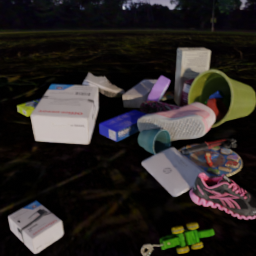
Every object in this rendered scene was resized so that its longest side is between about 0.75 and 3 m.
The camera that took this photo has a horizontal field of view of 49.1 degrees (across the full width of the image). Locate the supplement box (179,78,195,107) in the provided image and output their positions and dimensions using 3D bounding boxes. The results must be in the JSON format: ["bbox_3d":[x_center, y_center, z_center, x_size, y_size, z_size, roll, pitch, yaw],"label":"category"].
[{"bbox_3d":[3.016,-1.521,13.370,0.814,1.475,0.632,-22,39,-40],"label":"supplement box"}]

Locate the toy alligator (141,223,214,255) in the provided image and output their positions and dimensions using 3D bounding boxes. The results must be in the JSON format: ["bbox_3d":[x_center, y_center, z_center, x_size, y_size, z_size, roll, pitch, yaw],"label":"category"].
[{"bbox_3d":[1.040,2.461,6.145,1.731,0.513,0.470,-9,-15,-15],"label":"toy alligator"}]

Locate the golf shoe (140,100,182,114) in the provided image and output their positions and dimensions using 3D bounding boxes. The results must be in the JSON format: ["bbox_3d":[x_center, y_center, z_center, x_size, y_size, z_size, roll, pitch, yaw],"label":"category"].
[{"bbox_3d":[1.739,-0.592,12.352,2.539,0.922,1.169,16,7,24],"label":"golf shoe"}]

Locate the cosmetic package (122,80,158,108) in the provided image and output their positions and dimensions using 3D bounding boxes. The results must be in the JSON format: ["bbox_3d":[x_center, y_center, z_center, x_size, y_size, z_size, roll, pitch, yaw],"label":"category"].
[{"bbox_3d":[0.859,-1.846,14.857,1.172,0.719,2.840,7,27,26],"label":"cosmetic package"}]

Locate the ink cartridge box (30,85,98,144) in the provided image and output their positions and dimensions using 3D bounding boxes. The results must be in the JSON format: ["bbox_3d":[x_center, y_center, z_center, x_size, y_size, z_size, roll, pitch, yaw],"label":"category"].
[{"bbox_3d":[-2.428,-0.650,11.428,2.113,1.220,2.895,4,32,1],"label":"ink cartridge box"}]

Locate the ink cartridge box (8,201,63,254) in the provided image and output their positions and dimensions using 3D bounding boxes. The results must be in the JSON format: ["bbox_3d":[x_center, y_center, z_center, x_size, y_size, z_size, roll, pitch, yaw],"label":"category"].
[{"bbox_3d":[-2.140,2.269,6.503,1.070,0.451,0.774,20,32,37],"label":"ink cartridge box"}]

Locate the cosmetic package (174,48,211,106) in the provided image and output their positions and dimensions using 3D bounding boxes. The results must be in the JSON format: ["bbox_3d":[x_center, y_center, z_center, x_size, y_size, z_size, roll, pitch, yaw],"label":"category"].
[{"bbox_3d":[3.170,-2.541,14.083,1.461,2.777,0.987,-1,24,-6],"label":"cosmetic package"}]

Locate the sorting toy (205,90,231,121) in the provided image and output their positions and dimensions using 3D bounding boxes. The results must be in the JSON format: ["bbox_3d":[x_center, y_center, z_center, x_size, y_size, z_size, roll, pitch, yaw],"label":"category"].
[{"bbox_3d":[3.997,-0.881,12.452,2.179,1.309,0.894,-8,-18,-41],"label":"sorting toy"}]

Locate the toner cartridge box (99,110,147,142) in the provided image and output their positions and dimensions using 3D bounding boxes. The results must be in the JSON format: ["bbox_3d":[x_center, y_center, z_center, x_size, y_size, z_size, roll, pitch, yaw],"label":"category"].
[{"bbox_3d":[-0.072,-0.134,11.647,1.022,0.465,2.153,24,34,38],"label":"toner cartridge box"}]

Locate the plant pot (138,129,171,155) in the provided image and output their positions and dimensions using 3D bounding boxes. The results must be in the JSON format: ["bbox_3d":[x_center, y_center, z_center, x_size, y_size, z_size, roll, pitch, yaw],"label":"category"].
[{"bbox_3d":[0.869,0.446,9.939,0.955,0.955,0.897,-22,26,-39],"label":"plant pot"}]

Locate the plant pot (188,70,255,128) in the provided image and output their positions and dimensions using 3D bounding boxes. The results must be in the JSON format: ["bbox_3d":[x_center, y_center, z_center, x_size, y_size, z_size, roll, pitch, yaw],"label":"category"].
[{"bbox_3d":[4.319,-1.240,12.306,2.300,2.422,2.422,-2,22,-32],"label":"plant pot"}]

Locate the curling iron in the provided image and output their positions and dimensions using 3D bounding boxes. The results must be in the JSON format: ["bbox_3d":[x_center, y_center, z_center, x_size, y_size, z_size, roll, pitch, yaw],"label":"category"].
[{"bbox_3d":[2.762,0.614,9.520,2.258,0.289,0.560,-6,6,-21],"label":"curling iron"}]

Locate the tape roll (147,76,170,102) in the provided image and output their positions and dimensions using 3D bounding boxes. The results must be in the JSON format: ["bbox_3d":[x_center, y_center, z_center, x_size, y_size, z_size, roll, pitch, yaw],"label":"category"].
[{"bbox_3d":[1.405,-1.695,13.006,0.460,1.401,1.401,30,31,8],"label":"tape roll"}]

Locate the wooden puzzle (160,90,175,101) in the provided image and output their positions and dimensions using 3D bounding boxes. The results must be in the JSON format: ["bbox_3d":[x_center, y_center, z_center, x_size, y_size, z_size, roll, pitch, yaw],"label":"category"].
[{"bbox_3d":[1.950,-1.764,15.451,1.766,0.124,1.047,-10,26,-7],"label":"wooden puzzle"}]

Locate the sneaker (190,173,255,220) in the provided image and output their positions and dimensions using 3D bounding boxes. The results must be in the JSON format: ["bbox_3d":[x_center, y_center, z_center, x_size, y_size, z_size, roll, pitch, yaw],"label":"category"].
[{"bbox_3d":[2.605,1.678,7.236,1.952,0.931,0.771,11,25,19],"label":"sneaker"}]

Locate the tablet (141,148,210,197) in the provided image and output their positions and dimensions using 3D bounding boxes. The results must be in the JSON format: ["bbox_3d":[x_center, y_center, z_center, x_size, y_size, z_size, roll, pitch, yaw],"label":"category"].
[{"bbox_3d":[1.395,1.275,8.637,1.302,0.137,2.001,-24,29,-16],"label":"tablet"}]

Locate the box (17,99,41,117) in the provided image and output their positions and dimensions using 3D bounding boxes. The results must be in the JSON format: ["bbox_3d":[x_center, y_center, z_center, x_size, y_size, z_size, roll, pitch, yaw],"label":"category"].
[{"bbox_3d":[-4.502,-1.022,13.693,0.912,0.356,1.495,22,34,39],"label":"box"}]

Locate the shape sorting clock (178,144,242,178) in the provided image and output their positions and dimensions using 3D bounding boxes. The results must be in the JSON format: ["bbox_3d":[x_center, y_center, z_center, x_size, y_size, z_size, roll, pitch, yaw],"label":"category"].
[{"bbox_3d":[2.606,1.018,9.233,2.158,0.423,2.158,0,25,0],"label":"shape sorting clock"}]

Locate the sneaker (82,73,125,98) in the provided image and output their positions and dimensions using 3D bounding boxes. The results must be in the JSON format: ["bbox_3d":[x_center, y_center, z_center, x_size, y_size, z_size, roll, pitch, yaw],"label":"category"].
[{"bbox_3d":[-1.232,-2.341,15.110,2.318,0.951,0.866,18,-16,-12],"label":"sneaker"}]

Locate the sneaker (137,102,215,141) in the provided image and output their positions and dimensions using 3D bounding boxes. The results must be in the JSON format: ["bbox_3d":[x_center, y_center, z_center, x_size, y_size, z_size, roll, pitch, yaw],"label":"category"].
[{"bbox_3d":[1.852,-0.222,10.546,2.952,1.111,1.543,-2,21,42],"label":"sneaker"}]
